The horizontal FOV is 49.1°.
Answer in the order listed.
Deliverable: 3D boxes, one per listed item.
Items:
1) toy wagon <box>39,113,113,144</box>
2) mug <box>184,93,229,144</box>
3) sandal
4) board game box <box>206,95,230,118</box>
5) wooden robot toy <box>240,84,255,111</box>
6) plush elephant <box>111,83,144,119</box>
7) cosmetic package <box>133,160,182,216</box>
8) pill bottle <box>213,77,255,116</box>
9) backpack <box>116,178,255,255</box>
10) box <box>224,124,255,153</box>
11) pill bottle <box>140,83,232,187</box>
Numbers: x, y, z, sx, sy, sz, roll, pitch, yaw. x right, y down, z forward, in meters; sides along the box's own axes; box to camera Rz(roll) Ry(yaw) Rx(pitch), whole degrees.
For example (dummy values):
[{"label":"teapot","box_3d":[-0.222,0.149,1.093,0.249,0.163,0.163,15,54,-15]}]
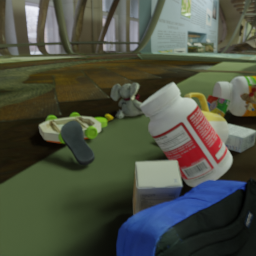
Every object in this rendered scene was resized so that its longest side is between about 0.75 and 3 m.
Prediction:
[{"label":"toy wagon","box_3d":[-1.663,-0.040,9.433,2.456,0.486,1.905,-9,21,-26]},{"label":"mug","box_3d":[2.154,-0.034,7.855,1.366,1.664,1.332,-5,24,-41]},{"label":"sandal","box_3d":[-1.410,0.425,7.596,0.617,0.347,1.622,-19,50,-15]},{"label":"board game box","box_3d":[3.259,-0.795,10.411,0.180,0.683,0.893,18,6,-35]},{"label":"wooden robot toy","box_3d":[4.410,-1.218,10.196,0.643,0.624,1.417,16,66,47]},{"label":"plush elephant","box_3d":[0.095,-1.243,11.530,1.465,1.377,1.779,14,24,36]},{"label":"cosmetic package","box_3d":[0.438,1.110,4.688,0.706,1.342,0.477,-1,50,-4]},{"label":"pill bottle","box_3d":[4.985,-1.261,11.247,2.865,1.591,1.591,0,19,1]},{"label":"backpack","box_3d":[0.724,1.569,3.431,1.768,1.437,1.484,-15,-4,-36]},{"label":"box","box_3d":[3.191,0.296,8.434,0.844,0.481,0.917,-17,25,-39]},{"label":"pill bottle","box_3d":[1.189,0.133,6.004,1.165,2.075,1.165,-35,7,5]}]
